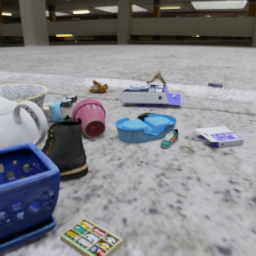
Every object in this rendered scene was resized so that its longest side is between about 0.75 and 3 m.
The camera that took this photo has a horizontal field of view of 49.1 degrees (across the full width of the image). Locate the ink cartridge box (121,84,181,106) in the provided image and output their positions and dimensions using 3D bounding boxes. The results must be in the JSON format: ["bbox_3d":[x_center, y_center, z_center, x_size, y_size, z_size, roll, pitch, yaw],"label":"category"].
[{"bbox_3d":[1.297,-1.773,14.417,2.899,0.629,2.872,4,18,8],"label":"ink cartridge box"}]

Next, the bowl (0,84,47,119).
[{"bbox_3d":[-4.548,-0.735,10.821,2.917,1.369,2.917,-1,21,0],"label":"bowl"}]

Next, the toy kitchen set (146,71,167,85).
[{"bbox_3d":[1.495,-2.422,14.995,0.869,0.784,0.709,-33,22,21],"label":"toy kitchen set"}]

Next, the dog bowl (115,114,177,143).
[{"bbox_3d":[0.641,0.016,10.004,2.281,0.566,1.272,-8,23,-22],"label":"dog bowl"}]

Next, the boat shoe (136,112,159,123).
[{"bbox_3d":[0.961,-0.392,11.211,1.250,0.449,0.423,2,17,-2],"label":"boat shoe"}]

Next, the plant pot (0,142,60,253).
[{"bbox_3d":[-2.290,1.335,5.331,1.620,1.456,1.620,-14,25,-33],"label":"plant pot"}]

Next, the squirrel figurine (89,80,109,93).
[{"bbox_3d":[-1.646,-2.322,16.144,1.029,0.728,0.961,17,12,4],"label":"squirrel figurine"}]

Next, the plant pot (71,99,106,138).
[{"bbox_3d":[-1.320,-0.259,10.044,1.239,1.239,1.109,-8,38,-19],"label":"plant pot"}]

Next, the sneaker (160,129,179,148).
[{"bbox_3d":[1.385,0.329,9.378,0.378,0.423,1.059,13,25,30],"label":"sneaker"}]

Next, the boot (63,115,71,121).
[{"bbox_3d":[-2.060,0.123,9.383,0.452,0.807,1.167,-5,22,-12],"label":"boot"}]

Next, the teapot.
[{"bbox_3d":[-3.943,-0.055,8.141,2.779,2.030,2.743,-8,23,-23],"label":"teapot"}]

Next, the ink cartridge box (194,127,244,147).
[{"bbox_3d":[3.085,0.295,9.665,1.246,0.270,1.235,-3,21,-14],"label":"ink cartridge box"}]

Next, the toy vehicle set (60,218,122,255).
[{"bbox_3d":[-0.694,2.089,5.216,1.009,0.134,0.627,15,26,34],"label":"toy vehicle set"}]

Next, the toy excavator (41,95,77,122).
[{"bbox_3d":[-2.983,-0.775,11.757,1.936,0.967,1.882,-6,19,9],"label":"toy excavator"}]

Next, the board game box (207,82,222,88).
[{"bbox_3d":[5.448,-2.727,17.532,0.866,0.267,0.867,8,22,17],"label":"board game box"}]

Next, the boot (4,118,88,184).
[{"bbox_3d":[-2.163,0.624,7.035,2.254,1.559,0.873,-13,25,-29],"label":"boot"}]
